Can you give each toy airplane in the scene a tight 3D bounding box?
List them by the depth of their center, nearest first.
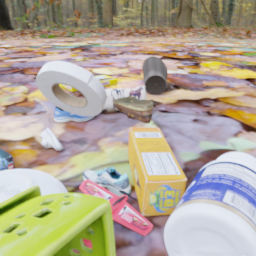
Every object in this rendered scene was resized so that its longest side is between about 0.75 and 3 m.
[{"bbox_3d":[-0.457,1.841,5.770,1.877,0.345,1.877,12,29,-7],"label":"toy airplane"}]

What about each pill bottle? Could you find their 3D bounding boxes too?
[{"bbox_3d":[1.824,1.469,5.192,1.532,1.532,2.560,12,24,27],"label":"pill bottle"}]

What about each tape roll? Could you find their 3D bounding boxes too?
[{"bbox_3d":[-1.858,-1.216,9.263,2.386,2.386,0.436,9,60,21],"label":"tape roll"}]

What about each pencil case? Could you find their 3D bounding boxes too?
[{"bbox_3d":[-0.519,-1.272,12.158,2.647,1.184,1.030,-4,-11,-6],"label":"pencil case"}]

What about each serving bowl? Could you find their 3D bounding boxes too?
[{"bbox_3d":[-2.497,1.577,5.779,2.648,0.871,2.648,1,23,0],"label":"serving bowl"}]

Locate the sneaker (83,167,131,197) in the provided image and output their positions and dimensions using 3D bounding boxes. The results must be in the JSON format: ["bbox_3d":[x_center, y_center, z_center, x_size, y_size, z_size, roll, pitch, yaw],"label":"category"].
[{"bbox_3d":[-0.535,1.204,7.013,1.372,0.592,0.532,12,25,26],"label":"sneaker"}]

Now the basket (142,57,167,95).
[{"bbox_3d":[1.482,-2.712,15.287,1.381,1.832,2.031,-19,29,15],"label":"basket"}]

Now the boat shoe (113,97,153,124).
[{"bbox_3d":[0.103,-0.617,9.442,0.752,0.706,2.090,-17,21,-26],"label":"boat shoe"}]

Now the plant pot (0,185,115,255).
[{"bbox_3d":[-1.355,1.928,3.758,1.692,1.856,1.865,10,23,33],"label":"plant pot"}]

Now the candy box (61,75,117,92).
[{"bbox_3d":[-2.280,-2.655,16.500,2.995,0.395,1.531,-15,25,-33],"label":"candy box"}]

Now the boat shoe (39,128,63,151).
[{"bbox_3d":[-2.548,0.456,9.086,0.496,0.504,1.421,-37,39,-14],"label":"boat shoe"}]

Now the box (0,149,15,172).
[{"bbox_3d":[-4.588,0.909,7.889,2.407,0.454,1.644,18,29,37],"label":"box"}]

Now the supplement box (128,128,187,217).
[{"bbox_3d":[0.604,0.946,7.166,0.999,0.966,2.904,1,23,-5],"label":"supplement box"}]

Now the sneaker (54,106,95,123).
[{"bbox_3d":[-2.124,-0.670,11.274,1.724,0.769,0.677,-5,23,-14],"label":"sneaker"}]
